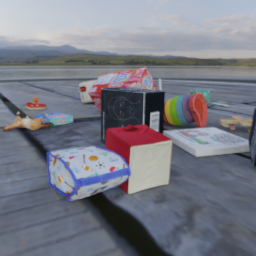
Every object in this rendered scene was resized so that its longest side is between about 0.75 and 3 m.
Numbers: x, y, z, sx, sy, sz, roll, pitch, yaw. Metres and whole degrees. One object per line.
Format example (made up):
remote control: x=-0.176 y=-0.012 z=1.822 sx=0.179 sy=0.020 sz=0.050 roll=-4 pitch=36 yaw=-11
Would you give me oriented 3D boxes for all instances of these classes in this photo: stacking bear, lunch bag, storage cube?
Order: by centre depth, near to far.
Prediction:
lunch bag: x=-0.788 y=0.864 z=5.413 sx=1.188 sy=0.865 sz=1.397 roll=-9 pitch=8 yaw=-35
storage cube: x=0.188 y=0.603 z=5.904 sx=1.012 sy=1.184 sz=1.064 roll=-7 pitch=21 yaw=-28
stacking bear: x=1.835 y=-0.612 z=10.965 sx=2.195 sy=1.333 sz=1.248 roll=-7 pitch=36 yaw=35

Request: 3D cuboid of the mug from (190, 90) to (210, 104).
mug: x=4.231 y=-1.770 z=16.722 sx=1.171 sy=0.881 sz=1.425 roll=7 pitch=15 yaw=26

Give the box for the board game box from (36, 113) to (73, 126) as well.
board game box: x=-3.160 y=-0.392 z=12.027 sx=1.028 sy=0.304 sz=1.352 roll=-12 pitch=17 yaw=-41

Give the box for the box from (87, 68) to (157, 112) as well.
box: x=-0.290 y=-1.774 z=13.584 sx=2.919 sy=1.393 sz=1.455 roll=-2 pitch=46 yaw=36

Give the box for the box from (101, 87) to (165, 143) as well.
box: x=0.101 y=-0.309 z=8.466 sx=1.713 sy=1.743 sz=1.080 roll=11 pitch=15 yaw=39

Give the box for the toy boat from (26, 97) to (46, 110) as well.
toy boat: x=-5.034 y=-1.336 z=15.258 sx=1.052 sy=0.687 sz=0.686 roll=-1 pitch=13 yaw=-5

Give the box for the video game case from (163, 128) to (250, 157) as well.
video game case: x=2.448 y=0.382 z=8.768 sx=2.009 sy=0.261 sz=2.207 roll=-4 pitch=13 yaw=-17

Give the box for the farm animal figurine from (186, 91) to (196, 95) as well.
farm animal figurine: x=2.654 y=-1.036 z=12.527 sx=1.233 sy=0.643 sz=1.219 roll=-30 pitch=11 yaw=26

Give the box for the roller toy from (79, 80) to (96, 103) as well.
roller toy: x=-2.119 y=-2.209 z=17.467 sx=1.972 sy=1.378 sz=1.799 roll=-8 pitch=7 yaw=9

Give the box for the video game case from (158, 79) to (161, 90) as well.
video game case: x=1.603 y=-1.808 z=14.241 sx=0.116 sy=0.957 sz=1.051 roll=0 pitch=41 yaw=3

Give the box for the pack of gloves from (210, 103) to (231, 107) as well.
pack of gloves: x=5.387 y=-1.276 z=16.318 sx=1.069 sy=0.211 sz=0.898 roll=15 pitch=10 yaw=35

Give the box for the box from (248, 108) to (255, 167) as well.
box: x=4.021 y=0.301 z=6.862 sx=1.793 sy=1.071 sz=1.823 roll=9 pitch=20 yaw=18

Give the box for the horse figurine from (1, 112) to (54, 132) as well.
horse figurine: x=-3.794 y=-0.216 z=10.806 sx=1.735 sy=0.433 sz=1.150 roll=6 pitch=28 yaw=-2

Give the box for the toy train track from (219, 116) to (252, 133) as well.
toy train track: x=4.761 y=-0.074 z=10.302 sx=2.696 sy=0.439 sz=1.546 roll=0 pitch=14 yaw=5
